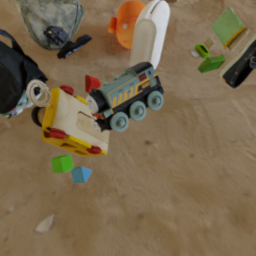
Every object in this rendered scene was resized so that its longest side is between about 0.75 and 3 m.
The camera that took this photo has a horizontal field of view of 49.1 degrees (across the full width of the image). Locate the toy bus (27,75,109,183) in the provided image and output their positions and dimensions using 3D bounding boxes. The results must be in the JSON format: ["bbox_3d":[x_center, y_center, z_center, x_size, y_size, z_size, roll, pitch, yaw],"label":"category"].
[{"bbox_3d":[-1.425,-0.085,6.364,1.189,2.301,2.171,-9,19,33],"label":"toy bus"}]

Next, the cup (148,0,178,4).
[{"bbox_3d":[0.805,-5.238,9.103,2.275,1.627,2.275,16,15,-4],"label":"cup"}]

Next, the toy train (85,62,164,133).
[{"bbox_3d":[-0.034,-0.533,4.884,1.496,0.853,0.638,-32,22,-22],"label":"toy train"}]

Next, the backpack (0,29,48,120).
[{"bbox_3d":[-3.206,-1.291,7.044,1.728,2.729,2.278,-41,96,4],"label":"backpack"}]

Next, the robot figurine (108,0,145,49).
[{"bbox_3d":[0.243,-4.335,11.803,1.782,1.444,2.477,23,49,-29],"label":"robot figurine"}]

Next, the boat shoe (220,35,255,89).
[{"bbox_3d":[3.665,-2.032,8.200,0.825,2.211,0.688,5,49,-39],"label":"boat shoe"}]

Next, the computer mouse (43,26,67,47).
[{"bbox_3d":[-1.680,-2.206,6.566,0.305,0.526,1.793,-42,21,7],"label":"computer mouse"}]

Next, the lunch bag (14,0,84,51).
[{"bbox_3d":[-2.508,-3.764,8.667,1.969,2.370,2.826,-5,27,-20],"label":"lunch bag"}]

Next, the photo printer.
[{"bbox_3d":[0.669,-2.780,8.786,0.769,2.214,1.842,18,44,8],"label":"photo printer"}]

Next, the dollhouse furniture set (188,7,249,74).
[{"bbox_3d":[2.161,-2.162,6.945,0.677,1.349,0.884,-17,67,-33],"label":"dollhouse furniture set"}]

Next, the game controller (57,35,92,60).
[{"bbox_3d":[-1.464,-2.142,7.507,0.815,0.329,1.563,-25,15,-17],"label":"game controller"}]
